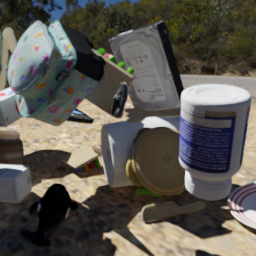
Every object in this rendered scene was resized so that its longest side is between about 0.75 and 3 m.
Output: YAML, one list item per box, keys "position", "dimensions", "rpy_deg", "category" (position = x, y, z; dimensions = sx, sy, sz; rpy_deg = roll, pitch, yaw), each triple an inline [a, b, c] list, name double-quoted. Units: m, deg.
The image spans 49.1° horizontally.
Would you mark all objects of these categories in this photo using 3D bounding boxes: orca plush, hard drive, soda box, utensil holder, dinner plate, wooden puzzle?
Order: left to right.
- position: [-3.440, -1.646, 7.833]
  dimensions: [0.322, 2.753, 1.857]
  rpy_deg: [7, -37, -45]
  category: "wooden puzzle"
- position: [-1.848, -0.424, 4.600]
  dimensions: [0.439, 0.410, 1.288]
  rpy_deg: [-1, 23, 14]
  category: "soda box"
- position: [-1.816, 1.682, 6.332]
  dimensions: [1.110, 0.750, 2.110]
  rpy_deg: [3, 16, 11]
  category: "orca plush"
- position: [0.473, 0.641, 8.036]
  dimensions: [2.261, 1.922, 1.922]
  rpy_deg: [-7, 16, -14]
  category: "utensil holder"
- position: [0.621, -1.659, 8.550]
  dimensions: [1.870, 2.676, 0.506]
  rpy_deg: [0, 32, 42]
  category: "hard drive"
- position: [3.362, 1.789, 6.374]
  dimensions: [2.056, 0.249, 2.056]
  rpy_deg: [-13, 16, 4]
  category: "dinner plate"

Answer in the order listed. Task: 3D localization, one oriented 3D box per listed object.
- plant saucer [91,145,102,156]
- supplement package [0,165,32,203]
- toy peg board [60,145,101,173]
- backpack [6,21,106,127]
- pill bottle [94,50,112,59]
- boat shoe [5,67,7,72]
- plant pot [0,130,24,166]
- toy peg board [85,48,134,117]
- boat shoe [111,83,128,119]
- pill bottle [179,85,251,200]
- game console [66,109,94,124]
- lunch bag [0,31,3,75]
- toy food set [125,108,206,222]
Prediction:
- position: [-0.722, 0.844, 9.370]
  dimensions: [1.081, 0.198, 1.081]
  rpy_deg: [33, 0, 0]
  category: "plant saucer"
- position: [-3.308, 1.422, 7.298]
  dimensions: [1.299, 0.739, 0.711]
  rpy_deg: [3, 17, 9]
  category: "supplement package"
- position: [-1.481, 1.108, 9.188]
  dimensions: [1.037, 0.510, 1.042]
  rpy_deg: [-29, 28, -31]
  category: "toy peg board"
- position: [-1.092, -0.711, 3.912]
  dimensions: [0.994, 1.297, 1.140]
  rpy_deg: [10, 37, -45]
  category: "backpack"
- position: [-1.730, -1.947, 8.856]
  dimensions: [2.359, 1.314, 1.314]
  rpy_deg: [13, 13, -11]
  category: "pill bottle"
- position: [-2.466, -1.169, 6.485]
  dimensions: [0.266, 0.777, 0.290]
  rpy_deg: [-36, 21, 15]
  category: "boat shoe"
- position: [-4.179, 0.741, 8.326]
  dimensions: [1.721, 1.738, 1.738]
  rpy_deg: [-4, 14, -42]
  category: "plant pot"
- position: [-0.608, -1.318, 7.634]
  dimensions: [1.429, 1.423, 0.699]
  rpy_deg: [34, 42, 3]
  category: "toy peg board"
- position: [-0.198, -0.596, 6.025]
  dimensions: [0.250, 0.798, 0.290]
  rpy_deg: [8, 2, -41]
  category: "boat shoe"
- position: [1.332, 0.245, 4.494]
  dimensions: [1.017, 1.700, 1.017]
  rpy_deg: [-2, 24, 1]
  category: "pill bottle"
- position: [-1.863, -0.955, 7.433]
  dimensions: [1.860, 1.083, 1.636]
  rpy_deg: [30, 15, 39]
  category: "game console"
- position: [-4.177, -1.624, 6.813]
  dimensions: [0.975, 2.529, 2.028]
  rpy_deg: [7, 2, 23]
  category: "lunch bag"
- position: [0.829, 0.819, 6.972]
  dimensions: [1.856, 2.688, 0.540]
  rpy_deg: [-4, -16, -16]
  category: "toy food set"
